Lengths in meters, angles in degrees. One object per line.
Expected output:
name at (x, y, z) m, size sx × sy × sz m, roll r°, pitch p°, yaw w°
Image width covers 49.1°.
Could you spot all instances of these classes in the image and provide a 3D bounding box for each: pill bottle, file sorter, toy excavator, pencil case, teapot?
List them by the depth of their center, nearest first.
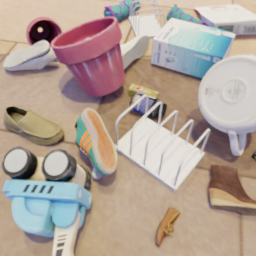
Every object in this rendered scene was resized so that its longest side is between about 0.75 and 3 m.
toy excavator at (-1.472, 2.064, 6.074) m, size 2.859 × 1.469 × 2.941 m, roll 2°, pitch 66°, yaw 12°
file sorter at (0.857, 0.284, 7.484) m, size 2.123 × 1.322 × 1.473 m, roll 33°, pitch 57°, yaw 25°
teapot at (3.056, -0.740, 7.556) m, size 2.203 × 1.609 × 2.175 m, roll -44°, pitch 59°, yaw 20°
pill bottle at (0.631, -0.681, 8.735) m, size 1.088 × 0.609 × 0.609 m, roll 21°, pitch 53°, yaw 16°
file sorter at (0.763, -4.671, 11.748) m, size 1.183 × 1.062 × 1.705 m, roll -9°, pitch 52°, yaw -8°
pencil case at (2.435, -4.474, 11.783) m, size 0.814 × 0.750 × 1.762 m, roll -28°, pitch 56°, yaw -25°
pencil case at (-0.289, -5.268, 12.399) m, size 1.671 × 0.772 × 0.711 m, roll -39°, pitch 37°, yaw -27°

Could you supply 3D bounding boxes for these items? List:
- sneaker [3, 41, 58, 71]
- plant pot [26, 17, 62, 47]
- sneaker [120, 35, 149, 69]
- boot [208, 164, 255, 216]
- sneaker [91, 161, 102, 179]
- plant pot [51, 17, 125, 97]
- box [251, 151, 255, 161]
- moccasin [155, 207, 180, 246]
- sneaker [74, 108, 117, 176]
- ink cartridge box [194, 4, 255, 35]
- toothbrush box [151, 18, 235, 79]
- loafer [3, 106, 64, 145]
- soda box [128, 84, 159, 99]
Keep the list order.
sneaker at (-3.547, -2.397, 10.125) m, size 2.045 × 0.823 × 0.781 m, roll -11°, pitch 62°, yaw 16°
plant pot at (-3.340, -3.673, 10.880) m, size 1.328 × 1.328 × 1.188 m, roll -23°, pitch 38°, yaw -18°
sneaker at (-0.226, -2.997, 10.513) m, size 1.311 × 0.836 × 2.269 m, roll 21°, pitch 43°, yaw 26°
boot at (2.741, 1.490, 6.990) m, size 1.424 × 0.515 × 1.184 m, roll 8°, pitch 53°, yaw 11°
sneaker at (-0.837, 0.869, 7.648) m, size 0.422 × 0.436 × 1.193 m, roll -9°, pitch 47°, yaw 24°
plant pot at (-1.042, -2.148, 8.850) m, size 2.153 × 1.927 × 2.153 m, roll -15°, pitch 33°, yaw 10°
box at (4.071, 0.903, 7.663) m, size 0.825 × 0.239 × 1.037 m, roll -27°, pitch 56°, yaw -21°
moccasin at (0.924, 2.299, 6.468) m, size 0.371 × 0.351 × 0.960 m, roll 20°, pitch 44°, yaw 25°
sneaker at (-0.902, 0.464, 7.350) m, size 0.705 × 0.789 × 1.975 m, roll 11°, pitch 45°, yaw -43°
ink cartridge box at (4.284, -4.735, 12.254) m, size 2.178 × 0.764 × 2.679 m, roll -6°, pitch 32°, yaw -4°
toothbrush box at (2.336, -2.890, 10.194) m, size 2.519 × 1.074 × 1.844 m, roll 21°, pitch 50°, yaw 16°
loafer at (-2.844, -0.089, 8.194) m, size 2.022 × 0.682 × 0.769 m, roll 15°, pitch 52°, yaw 12°
soda box at (0.497, -1.117, 9.274) m, size 0.985 × 0.334 × 0.315 m, roll 21°, pitch 53°, yaw 16°
